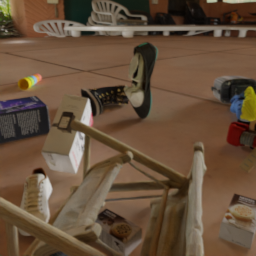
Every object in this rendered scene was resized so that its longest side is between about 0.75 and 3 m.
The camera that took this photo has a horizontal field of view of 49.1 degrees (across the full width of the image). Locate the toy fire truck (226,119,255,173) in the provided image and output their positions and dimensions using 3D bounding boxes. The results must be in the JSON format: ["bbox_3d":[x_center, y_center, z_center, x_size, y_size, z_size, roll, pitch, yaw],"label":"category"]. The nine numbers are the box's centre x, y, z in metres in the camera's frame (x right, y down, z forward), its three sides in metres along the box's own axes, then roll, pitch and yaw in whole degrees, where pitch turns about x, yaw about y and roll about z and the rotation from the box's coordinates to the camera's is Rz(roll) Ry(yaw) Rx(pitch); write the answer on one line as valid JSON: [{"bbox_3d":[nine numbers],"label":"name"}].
[{"bbox_3d":[3.313,0.455,7.676,1.411,1.031,1.603,19,19,37],"label":"toy fire truck"}]

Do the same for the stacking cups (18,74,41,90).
[{"bbox_3d":[-5.201,-2.488,15.043,0.611,0.611,2.019,2,18,4],"label":"stacking cups"}]

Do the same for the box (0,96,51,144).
[{"bbox_3d":[-3.688,-0.301,9.166,1.898,0.990,1.405,-15,26,-30],"label":"box"}]

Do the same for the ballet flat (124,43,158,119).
[{"bbox_3d":[0.344,-1.605,9.925,0.949,2.774,0.943,-13,27,-37],"label":"ballet flat"}]

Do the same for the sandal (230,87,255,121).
[{"bbox_3d":[4.382,-0.778,10.764,0.948,0.865,2.177,-24,13,35],"label":"sandal"}]

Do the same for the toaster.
[{"bbox_3d":[4.737,-1.742,12.435,1.954,1.110,1.262,-5,21,-6],"label":"toaster"}]

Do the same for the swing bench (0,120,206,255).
[{"bbox_3d":[-0.209,1.322,4.501,2.710,1.758,2.695,11,24,12],"label":"swing bench"}]

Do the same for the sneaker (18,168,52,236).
[{"bbox_3d":[-1.899,1.368,5.545,0.604,0.702,1.659,-10,24,-7],"label":"sneaker"}]

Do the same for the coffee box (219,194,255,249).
[{"bbox_3d":[2.109,1.698,5.213,0.556,0.388,0.972,13,26,28],"label":"coffee box"}]

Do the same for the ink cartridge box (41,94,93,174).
[{"bbox_3d":[-1.411,0.179,6.793,0.661,1.151,1.585,11,61,4],"label":"ink cartridge box"}]

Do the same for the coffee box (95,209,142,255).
[{"bbox_3d":[-0.234,1.835,4.953,0.844,0.337,0.477,18,29,36],"label":"coffee box"}]

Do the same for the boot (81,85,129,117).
[{"bbox_3d":[-0.851,-1.185,11.441,1.876,0.912,2.491,-9,18,-17],"label":"boot"}]
